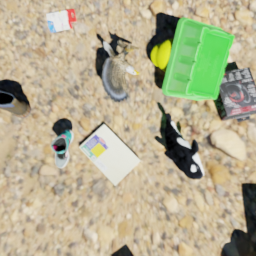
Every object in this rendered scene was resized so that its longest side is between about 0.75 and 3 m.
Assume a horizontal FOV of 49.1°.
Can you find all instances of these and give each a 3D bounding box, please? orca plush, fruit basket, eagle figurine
[{"bbox_3d":[1.658,0.672,9.682,0.898,1.329,2.526,-8,74,-32],"label":"orca plush"},{"bbox_3d":[2.166,-2.506,10.402,2.156,2.989,2.989,7,74,-21],"label":"fruit basket"},{"bbox_3d":[-0.287,-2.007,10.008,1.540,1.531,2.029,10,110,-34],"label":"eagle figurine"}]

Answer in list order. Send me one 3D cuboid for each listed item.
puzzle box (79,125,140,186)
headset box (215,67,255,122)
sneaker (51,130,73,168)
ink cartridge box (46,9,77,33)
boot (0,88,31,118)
[{"bbox_3d":[-0.683,0.969,10.282,1.297,0.248,1.950,-43,79,-10],"label":"puzzle box"},{"bbox_3d":[4.093,-1.178,10.613,1.435,0.724,1.931,-12,75,-3],"label":"headset box"},{"bbox_3d":[-2.349,0.824,9.762,0.608,0.878,1.455,17,103,7],"label":"sneaker"},{"bbox_3d":[-2.739,-4.467,11.675,1.185,0.398,0.688,-12,75,-3],"label":"ink cartridge box"},{"bbox_3d":[-4.911,-1.189,10.369,2.486,1.205,0.929,19,76,5],"label":"boot"}]
